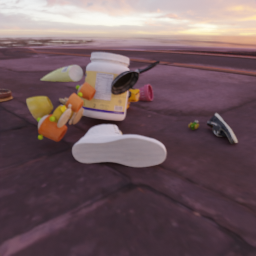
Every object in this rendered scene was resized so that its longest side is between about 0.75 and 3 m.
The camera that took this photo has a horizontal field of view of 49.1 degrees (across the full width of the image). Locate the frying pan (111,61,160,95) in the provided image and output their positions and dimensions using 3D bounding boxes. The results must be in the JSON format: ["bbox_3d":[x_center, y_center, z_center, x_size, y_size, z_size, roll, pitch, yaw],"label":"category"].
[{"bbox_3d":[0.124,-1.863,9.796,0.317,1.947,1.178,55,21,21],"label":"frying pan"}]

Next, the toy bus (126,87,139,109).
[{"bbox_3d":[-0.747,-1.448,13.387,2.499,0.978,0.813,6,20,16],"label":"toy bus"}]

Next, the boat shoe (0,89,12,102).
[{"bbox_3d":[-7.464,-1.759,14.188,2.920,1.027,1.028,-10,21,-28],"label":"boat shoe"}]

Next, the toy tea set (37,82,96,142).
[{"bbox_3d":[-2.149,-0.683,9.528,0.979,1.573,2.645,32,38,2],"label":"toy tea set"}]

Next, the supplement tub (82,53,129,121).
[{"bbox_3d":[-0.857,-1.610,11.157,1.785,2.455,1.785,7,5,-1],"label":"supplement tub"}]

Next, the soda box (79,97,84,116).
[{"bbox_3d":[-1.449,-0.999,12.534,2.235,0.757,0.716,-2,21,-4],"label":"soda box"}]

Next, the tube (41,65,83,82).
[{"bbox_3d":[-2.724,-2.175,11.544,0.707,0.632,2.436,20,-7,-40],"label":"tube"}]

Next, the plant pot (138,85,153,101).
[{"bbox_3d":[0.819,-1.781,14.633,0.761,0.850,0.850,-9,16,24],"label":"plant pot"}]

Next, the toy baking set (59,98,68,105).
[{"bbox_3d":[-2.742,-1.374,14.295,1.309,0.198,1.705,-11,24,-26],"label":"toy baking set"}]

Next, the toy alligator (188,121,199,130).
[{"bbox_3d":[2.584,-0.078,10.918,0.314,0.228,0.948,11,18,25],"label":"toy alligator"}]

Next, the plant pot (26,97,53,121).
[{"bbox_3d":[-3.264,-0.802,10.570,0.688,0.970,0.970,-26,23,0],"label":"plant pot"}]

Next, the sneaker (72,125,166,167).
[{"bbox_3d":[-0.166,0.396,8.580,2.716,1.000,1.569,3,24,10],"label":"sneaker"}]

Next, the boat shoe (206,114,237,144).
[{"bbox_3d":[3.377,0.120,10.111,0.598,0.635,1.768,-35,27,10],"label":"boat shoe"}]
